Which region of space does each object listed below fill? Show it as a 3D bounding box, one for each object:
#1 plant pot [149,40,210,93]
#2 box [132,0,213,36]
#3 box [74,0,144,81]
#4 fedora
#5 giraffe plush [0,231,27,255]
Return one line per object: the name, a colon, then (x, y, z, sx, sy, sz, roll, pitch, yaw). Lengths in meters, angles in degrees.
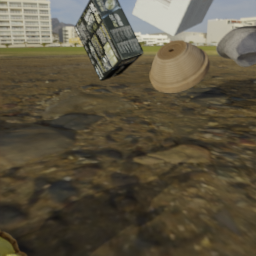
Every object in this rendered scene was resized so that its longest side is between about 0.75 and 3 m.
plant pot: (1.480, -2.081, 8.779, 1.938, 0.895, 1.938, -18, 44, 18)
box: (1.104, -2.771, 5.635, 0.967, 1.234, 1.984, 33, 37, 12)
box: (-0.684, -2.870, 9.097, 0.907, 2.106, 1.725, -26, -1, -31)
fedora: (4.415, -2.911, 10.509, 1.982, 0.895, 1.753, 1, -28, -29)
giraffe plush: (-1.956, 1.633, 3.235, 1.310, 1.616, 1.394, 26, -3, -27)
